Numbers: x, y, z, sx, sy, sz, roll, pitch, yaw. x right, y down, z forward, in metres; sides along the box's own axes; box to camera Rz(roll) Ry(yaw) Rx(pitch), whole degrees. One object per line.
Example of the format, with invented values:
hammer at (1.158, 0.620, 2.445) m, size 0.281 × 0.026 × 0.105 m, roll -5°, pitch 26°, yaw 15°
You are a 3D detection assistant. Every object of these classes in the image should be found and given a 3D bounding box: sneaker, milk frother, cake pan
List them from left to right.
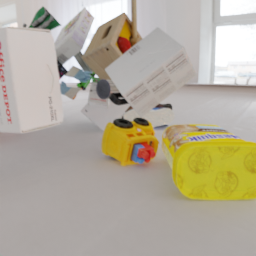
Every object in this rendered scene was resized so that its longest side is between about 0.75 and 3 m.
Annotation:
cake pan at (-1.893, -2.745, 11.234) m, size 0.261 × 1.421 × 1.421 m, roll -32°, pitch 11°, yaw 5°
milk frother at (-0.215, -1.141, 7.438) m, size 0.832 × 0.922 × 0.867 m, roll 38°, pitch 31°, yaw 30°
sneaker at (0.656, -0.381, 11.574) m, size 2.241 × 0.903 × 1.641 m, roll -8°, pitch 4°, yaw -13°

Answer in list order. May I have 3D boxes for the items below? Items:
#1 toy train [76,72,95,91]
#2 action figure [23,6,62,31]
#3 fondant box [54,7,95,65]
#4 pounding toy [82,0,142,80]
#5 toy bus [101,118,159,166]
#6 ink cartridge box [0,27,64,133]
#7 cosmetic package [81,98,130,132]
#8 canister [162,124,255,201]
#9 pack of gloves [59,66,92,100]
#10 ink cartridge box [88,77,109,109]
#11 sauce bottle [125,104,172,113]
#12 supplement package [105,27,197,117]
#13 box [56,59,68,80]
toy train at (-1.692, -2.313, 12.219) m, size 0.466 × 1.652 × 0.345 m, roll 42°, pitch 21°, yaw 15°
action figure at (-2.481, -2.431, 7.185) m, size 0.830 × 1.405 × 0.384 m, roll 47°, pitch 3°, yaw 19°
fondant box at (-1.950, -3.093, 9.615) m, size 1.374 × 1.905 × 0.555 m, roll -25°, pitch -49°, yaw 36°
pounding toy at (-0.111, -2.532, 8.531) m, size 1.537 × 1.990 × 2.161 m, roll -14°, pitch 43°, yaw 34°
toy bus at (0.285, 0.442, 7.375) m, size 1.522 × 1.033 × 1.461 m, roll -6°, pitch 26°, yaw -38°
ink cartridge box at (-2.805, -0.944, 5.982) m, size 2.654 × 1.921 × 1.119 m, roll 1°, pitch 12°, yaw 32°
cosmetic package at (-0.621, -1.194, 11.371) m, size 1.328 × 2.153 × 2.160 m, roll 42°, pitch 9°, yaw -7°
canister at (1.744, 0.595, 6.276) m, size 1.830 × 1.066 × 2.464 m, roll 0°, pitch 11°, yaw -1°
pack of gloves at (-2.042, -1.687, 10.709) m, size 1.551 × 1.303 × 0.306 m, roll 26°, pitch -17°, yaw 43°
ink cartridge box at (-0.900, -1.134, 9.060) m, size 0.660 × 0.904 × 0.380 m, roll 9°, pitch -21°, yaw 0°
sauce bottle at (1.063, -0.919, 14.013) m, size 2.440 × 0.805 × 0.805 m, roll -5°, pitch 13°, yaw -27°
supplement package at (0.463, -1.219, 6.102) m, size 1.515 × 0.840 × 1.180 m, roll -37°, pitch 44°, yaw 6°
box at (-2.973, -1.508, 8.778) m, size 1.167 × 1.013 × 1.766 m, roll -28°, pitch 18°, yaw 40°
